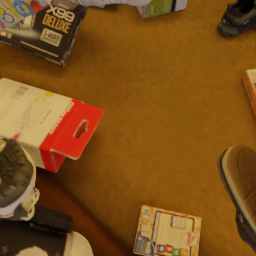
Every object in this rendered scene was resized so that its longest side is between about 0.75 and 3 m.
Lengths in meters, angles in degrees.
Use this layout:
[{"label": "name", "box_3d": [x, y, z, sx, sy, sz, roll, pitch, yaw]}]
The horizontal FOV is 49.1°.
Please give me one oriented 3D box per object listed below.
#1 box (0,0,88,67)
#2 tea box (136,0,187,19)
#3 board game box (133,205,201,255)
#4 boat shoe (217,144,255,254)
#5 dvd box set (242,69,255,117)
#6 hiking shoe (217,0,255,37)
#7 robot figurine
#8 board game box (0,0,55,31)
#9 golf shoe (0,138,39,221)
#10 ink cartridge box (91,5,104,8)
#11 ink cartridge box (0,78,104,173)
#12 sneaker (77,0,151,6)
[{"label": "box", "box_3d": [-2.849, -3.372, 8.576, 2.682, 0.667, 2.115, 22, 88, -1]}, {"label": "tea box", "box_3d": [0.998, -4.950, 9.698, 1.673, 1.136, 1.700, -15, 65, -7]}, {"label": "board game box", "box_3d": [0.923, 2.509, 6.558, 1.431, 0.331, 1.084, 11, 65, 5]}, {"label": "boat shoe", "box_3d": [2.308, 1.626, 4.780, 1.082, 0.958, 2.956, -35, 94, -30]}, {"label": "dvd box set", "box_3d": [4.697, -0.462, 7.940, 2.120, 0.426, 2.897, -6, 64, -3]}, {"label": "hiking shoe", "box_3d": [4.192, -3.906, 9.122, 2.527, 1.272, 0.957, -27, 67, -12]}, {"label": "robot figurine", "box_3d": [-1.985, 2.695, 5.557, 2.585, 1.942, 1.613, 18, 42, -11]}, {"label": "board game box", "box_3d": [-2.396, -3.050, 6.031, 1.986, 1.023, 1.041, -2, 54, 38]}, {"label": "golf shoe", "box_3d": [-1.791, 0.900, 4.281, 1.164, 2.642, 1.020, 33, 60, -26]}, {"label": "ink cartridge box", "box_3d": [-1.073, -5.244, 10.256, 1.914, 0.389, 1.911, 13, 65, 6]}, {"label": "ink cartridge box", "box_3d": [-2.295, -0.037, 7.199, 2.999, 1.009, 1.743, 18, 51, 8]}, {"label": "sneaker", "box_3d": [-0.565, -3.419, 7.090, 1.212, 1.042, 2.863, -47, 48, -2]}]
